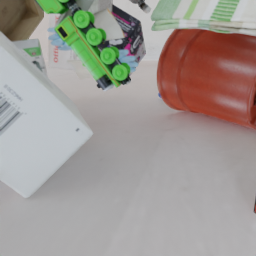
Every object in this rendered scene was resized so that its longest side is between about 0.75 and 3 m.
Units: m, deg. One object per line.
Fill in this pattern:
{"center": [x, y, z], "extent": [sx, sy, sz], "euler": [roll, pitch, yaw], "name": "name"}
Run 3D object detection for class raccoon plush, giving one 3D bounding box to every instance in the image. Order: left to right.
{"center": [0.178, -4.693, 9.911], "extent": [1.392, 0.674, 0.933], "euler": [46, 41, 12], "name": "raccoon plush"}

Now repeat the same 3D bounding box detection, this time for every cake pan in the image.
{"center": [-0.617, -1.988, 4.018], "extent": [0.261, 1.421, 1.421], "euler": [28, 5, -24], "name": "cake pan"}

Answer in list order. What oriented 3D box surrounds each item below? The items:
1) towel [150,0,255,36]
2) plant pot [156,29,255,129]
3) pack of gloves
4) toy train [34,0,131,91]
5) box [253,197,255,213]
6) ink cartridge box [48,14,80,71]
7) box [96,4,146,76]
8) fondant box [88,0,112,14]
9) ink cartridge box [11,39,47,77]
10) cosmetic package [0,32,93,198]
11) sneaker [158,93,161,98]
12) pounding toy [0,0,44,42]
{"center": [1.960, -2.167, 4.089], "extent": [2.896, 2.209, 0.339], "euler": [19, -19, 35], "name": "towel"}
{"center": [2.672, -1.353, 7.410], "extent": [2.787, 2.787, 2.711], "euler": [-11, 27, -33], "name": "plant pot"}
{"center": [-0.675, -1.308, 4.993], "extent": [1.551, 1.303, 0.306], "euler": [-1, 56, 34], "name": "pack of gloves"}
{"center": [-0.570, -1.136, 3.334], "extent": [0.466, 1.652, 0.345], "euler": [-32, 12, 19], "name": "toy train"}
{"center": [2.213, 0.521, 3.485], "extent": [1.417, 0.970, 0.283], "euler": [-7, 17, -26], "name": "box"}
{"center": [-1.254, -2.895, 9.535], "extent": [2.654, 1.921, 1.119], "euler": [9, 17, 13], "name": "ink cartridge box"}
{"center": [-0.309, -2.114, 6.954], "extent": [1.167, 1.013, 1.766], "euler": [35, -1, 11], "name": "box"}
{"center": [-0.977, -3.049, 5.239], "extent": [1.374, 1.905, 0.555], "euler": [32, 67, 9], "name": "fondant box"}
{"center": [-2.248, -1.495, 6.343], "extent": [0.660, 0.904, 0.380], "euler": [-12, 51, -10], "name": "ink cartridge box"}
{"center": [-1.892, -0.457, 4.288], "extent": [1.328, 2.153, 2.160], "euler": [-44, 22, 0], "name": "cosmetic package"}
{"center": [1.420, -1.222, 10.561], "extent": [0.967, 0.371, 0.538], "euler": [24, 19, 40], "name": "sneaker"}
{"center": [-3.068, -2.914, 5.931], "extent": [1.537, 1.990, 2.161], "euler": [23, -20, 9], "name": "pounding toy"}
